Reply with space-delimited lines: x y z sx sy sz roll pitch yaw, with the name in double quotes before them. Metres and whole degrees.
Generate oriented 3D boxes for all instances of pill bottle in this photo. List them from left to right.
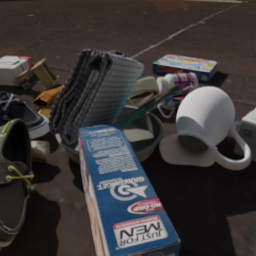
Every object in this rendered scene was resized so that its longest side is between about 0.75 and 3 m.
"pill bottle" 1.741 -1.562 10.116 1.372 0.771 0.771 -6 30 -15

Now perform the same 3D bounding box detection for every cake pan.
"cake pan" -0.461 0.176 7.364 2.765 0.507 2.765 0 30 0

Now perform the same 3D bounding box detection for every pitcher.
"pitcher" 2.082 0.020 6.899 1.986 1.403 2.315 17 43 20

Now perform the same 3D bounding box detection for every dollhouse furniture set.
"dollhouse furniture set" -3.550 -1.914 10.921 1.318 0.929 0.924 -25 26 16

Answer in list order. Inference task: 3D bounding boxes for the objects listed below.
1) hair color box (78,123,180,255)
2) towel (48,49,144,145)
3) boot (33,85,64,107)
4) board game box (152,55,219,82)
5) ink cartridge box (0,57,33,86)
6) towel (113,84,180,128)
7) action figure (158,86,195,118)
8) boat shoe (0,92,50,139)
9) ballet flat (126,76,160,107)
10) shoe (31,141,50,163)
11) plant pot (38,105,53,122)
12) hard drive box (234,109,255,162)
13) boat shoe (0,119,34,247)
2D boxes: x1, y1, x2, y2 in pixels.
"hair color box" -0.196 1.239 4.548 0.871 1.439 2.878 -8 31 -14
"towel" -0.805 -0.858 6.875 0.983 2.296 1.901 36 22 16
"boot" -2.419 -1.090 9.398 1.387 0.532 1.077 -1 25 22
"board game box" 2.572 -2.720 12.513 2.527 0.435 1.711 15 33 24
"ink cartridge box" -4.915 -2.404 11.675 1.245 0.722 1.725 3 30 6
"towel" 0.016 -0.198 6.815 2.387 0.259 1.750 -33 1 -23
"action figure" 1.811 -0.713 8.947 1.102 0.991 1.480 -25 7 34
"boat shoe" -3.456 -0.523 7.995 2.936 0.995 1.053 20 42 30
"ballet flat" -0.138 -0.976 9.007 2.587 0.899 0.899 -20 34 -16
"shoe" -2.728 0.469 6.665 1.760 0.615 0.470 8 70 0
"plant pot" -2.196 -0.453 8.793 1.383 0.190 1.383 0 29 0
"hard drive box" 4.230 0.310 6.631 2.577 0.990 2.009 26 39 38
"boat shoe" -2.252 0.846 5.264 0.783 0.936 2.620 -35 45 12
